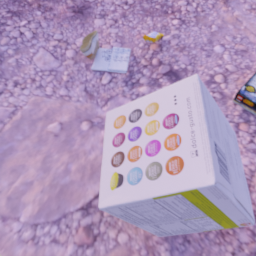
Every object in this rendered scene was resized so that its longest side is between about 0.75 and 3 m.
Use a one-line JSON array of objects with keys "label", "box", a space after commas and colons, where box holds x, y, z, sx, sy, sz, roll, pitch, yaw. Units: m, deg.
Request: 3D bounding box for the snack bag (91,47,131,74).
[{"label": "snack bag", "box": [-0.682, -2.782, 11.305, 1.459, 0.156, 1.376, 6, 57, 5]}]

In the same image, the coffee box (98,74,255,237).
[{"label": "coffee box", "box": [1.143, 0.892, 6.802, 2.605, 2.634, 2.630, -20, 50, 29]}]

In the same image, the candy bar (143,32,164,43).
[{"label": "candy bar", "box": [1.035, -3.700, 11.362, 0.547, 0.243, 2.194, 18, 26, 8]}]

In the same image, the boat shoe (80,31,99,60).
[{"label": "boat shoe", "box": [-1.508, -3.369, 11.422, 0.645, 0.590, 1.726, -16, 38, 25]}]

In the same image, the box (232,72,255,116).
[{"label": "box", "box": [5.449, -0.893, 9.778, 2.851, 0.569, 1.952, 37, 63, 22]}]
